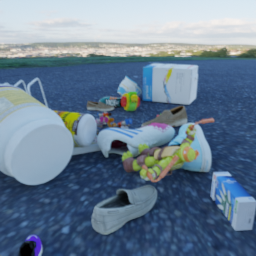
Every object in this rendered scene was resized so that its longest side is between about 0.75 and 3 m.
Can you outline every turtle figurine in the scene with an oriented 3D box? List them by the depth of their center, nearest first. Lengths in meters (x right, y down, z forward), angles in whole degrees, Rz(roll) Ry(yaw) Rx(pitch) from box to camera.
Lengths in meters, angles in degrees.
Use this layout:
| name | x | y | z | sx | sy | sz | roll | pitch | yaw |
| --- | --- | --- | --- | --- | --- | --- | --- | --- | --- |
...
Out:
| name | x | y | z | sx | sy | sz | roll | pitch | yaw |
| --- | --- | --- | --- | --- | --- | --- | --- | --- | --- |
| turtle figurine | 0.957 | 0.641 | 6.841 | 2.057 | 0.822 | 2.551 | -12 | 23 | 50 |

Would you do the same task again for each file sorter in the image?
| name | x | y | z | sx | sy | sz | roll | pitch | yaw |
| --- | --- | --- | --- | --- | --- | --- | --- | --- | --- |
| file sorter | -4.286 | -0.758 | 10.025 | 2.458 | 1.531 | 1.706 | -10 | 22 | 0 |

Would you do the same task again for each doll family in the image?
| name | x | y | z | sx | sy | sz | roll | pitch | yaw |
| --- | --- | --- | --- | --- | --- | --- | --- | --- | --- |
| doll family | -0.586 | 0.077 | 9.189 | 1.447 | 0.652 | 0.898 | 5 | -17 | -30 |
| doll family | -0.763 | -0.178 | 10.443 | 0.605 | 0.974 | 0.439 | -4 | 54 | 7 |

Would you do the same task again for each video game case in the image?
| name | x | y | z | sx | sy | sz | roll | pitch | yaw |
| --- | --- | --- | --- | --- | --- | --- | --- | --- | --- |
| video game case | -2.209 | 0.421 | 9.157 | 2.346 | 0.268 | 2.135 | -8 | 20 | -23 |

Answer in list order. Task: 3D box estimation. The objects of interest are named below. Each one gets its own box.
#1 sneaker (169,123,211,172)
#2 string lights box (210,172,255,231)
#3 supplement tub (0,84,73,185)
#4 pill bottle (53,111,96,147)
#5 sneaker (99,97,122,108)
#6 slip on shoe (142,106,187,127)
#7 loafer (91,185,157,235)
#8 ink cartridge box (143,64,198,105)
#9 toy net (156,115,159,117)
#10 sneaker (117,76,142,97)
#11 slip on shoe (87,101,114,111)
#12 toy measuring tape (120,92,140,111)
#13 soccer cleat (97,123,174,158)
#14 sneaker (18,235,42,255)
| name | x | y | z | sx | sy | sz | roll | pitch | yaw |
| --- | --- | --- | --- | --- | --- | --- | --- | --- | --- |
| sneaker | 1.608 | 0.430 | 8.091 | 1.003 | 0.904 | 2.447 | 5 | 18 | -3 |
| string lights box | 2.055 | 1.413 | 5.580 | 0.349 | 0.608 | 1.184 | -1 | 17 | -6 |
| supplement tub | -2.753 | 0.110 | 7.090 | 1.855 | 1.855 | 2.551 | -17 | 35 | -41 |
| pill bottle | -1.930 | -0.008 | 8.504 | 1.773 | 0.969 | 0.969 | 6 | 19 | 22 |
| sneaker | -0.703 | -1.280 | 13.918 | 1.459 | 0.521 | 0.583 | -5 | 14 | -20 |
| slip on shoe | 1.438 | -0.348 | 10.801 | 2.273 | 0.689 | 0.864 | -12 | 23 | -33 |
| loafer | -0.005 | 1.464 | 5.487 | 0.580 | 0.579 | 1.658 | 15 | 24 | 39 |
| ink cartridge box | 2.317 | -2.431 | 15.228 | 2.589 | 1.873 | 1.906 | 8 | 20 | 22 |
| toy net | 1.438 | -0.491 | 11.969 | 0.667 | 0.245 | 1.271 | 11 | 21 | 29 |
| sneaker | 0.038 | -2.030 | 15.126 | 0.947 | 1.000 | 2.475 | 39 | 5 | 14 |
| slip on shoe | -1.332 | -1.061 | 13.439 | 1.332 | 0.404 | 0.506 | 5 | 19 | 14 |
| toy measuring tape | -0.041 | -1.192 | 13.604 | 0.907 | 0.907 | 2.466 | -6 | 0 | -17 |
| soccer cleat | 0.323 | 0.469 | 8.426 | 2.491 | 0.870 | 1.076 | -4 | 40 | -15 |
| sneaker | -1.542 | 1.905 | 4.397 | 0.296 | 0.424 | 0.852 | -3 | 19 | -9 |
